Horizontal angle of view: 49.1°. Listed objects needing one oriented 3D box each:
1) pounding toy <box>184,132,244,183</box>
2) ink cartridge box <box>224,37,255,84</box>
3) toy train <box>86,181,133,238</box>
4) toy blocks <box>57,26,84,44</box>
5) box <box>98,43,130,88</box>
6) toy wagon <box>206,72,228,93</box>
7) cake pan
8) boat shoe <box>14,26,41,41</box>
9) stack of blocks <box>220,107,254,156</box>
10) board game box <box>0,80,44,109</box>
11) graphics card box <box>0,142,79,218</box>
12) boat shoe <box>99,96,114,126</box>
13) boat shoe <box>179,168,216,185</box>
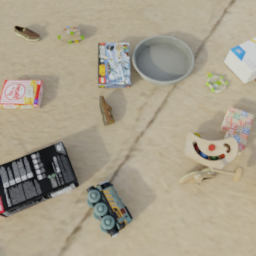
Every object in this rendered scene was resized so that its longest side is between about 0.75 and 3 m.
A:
[{"bbox_3d":[2.954,0.767,9.404,2.240,1.285,1.281,27,94,14],"label":"pounding toy"},{"bbox_3d":[5.554,-3.049,11.875,2.445,0.822,1.420,-27,66,-14],"label":"ink cartridge box"},{"bbox_3d":[-0.635,2.567,9.037,1.021,0.763,1.792,-22,62,-24],"label":"toy train"},{"bbox_3d":[-2.632,-4.321,12.772,1.165,0.582,0.796,-9,51,-6],"label":"toy blocks"},{"bbox_3d":[-0.600,-2.620,11.699,1.331,0.388,1.943,0,73,-3],"label":"box"},{"bbox_3d":[3.617,-1.904,11.640,0.770,0.196,0.992,-26,65,-13],"label":"toy wagon"},{"bbox_3d":[1.476,-2.848,11.968,2.614,0.479,2.614,0,63,0],"label":"cake pan"},{"bbox_3d":[-4.628,-4.325,12.746,1.286,0.476,0.475,16,64,8],"label":"boat shoe"},{"bbox_3d":[3.959,0.096,10.427,0.928,0.472,1.611,22,65,11],"label":"stack of blocks"},{"bbox_3d":[-4.269,-1.349,11.250,1.546,0.358,1.171,0,62,0],"label":"board game box"},{"bbox_3d":[-3.181,1.701,9.476,2.646,0.673,1.660,-23,64,-10],"label":"graphics card box"},{"bbox_3d":[-0.840,-0.682,10.894,0.431,0.456,1.268,-10,72,-10],"label":"boat shoe"},{"bbox_3d":[2.389,1.716,9.594,1.280,0.456,0.413,-16,63,-10],"label":"boat shoe"}]
